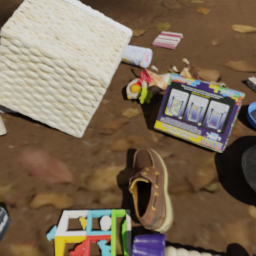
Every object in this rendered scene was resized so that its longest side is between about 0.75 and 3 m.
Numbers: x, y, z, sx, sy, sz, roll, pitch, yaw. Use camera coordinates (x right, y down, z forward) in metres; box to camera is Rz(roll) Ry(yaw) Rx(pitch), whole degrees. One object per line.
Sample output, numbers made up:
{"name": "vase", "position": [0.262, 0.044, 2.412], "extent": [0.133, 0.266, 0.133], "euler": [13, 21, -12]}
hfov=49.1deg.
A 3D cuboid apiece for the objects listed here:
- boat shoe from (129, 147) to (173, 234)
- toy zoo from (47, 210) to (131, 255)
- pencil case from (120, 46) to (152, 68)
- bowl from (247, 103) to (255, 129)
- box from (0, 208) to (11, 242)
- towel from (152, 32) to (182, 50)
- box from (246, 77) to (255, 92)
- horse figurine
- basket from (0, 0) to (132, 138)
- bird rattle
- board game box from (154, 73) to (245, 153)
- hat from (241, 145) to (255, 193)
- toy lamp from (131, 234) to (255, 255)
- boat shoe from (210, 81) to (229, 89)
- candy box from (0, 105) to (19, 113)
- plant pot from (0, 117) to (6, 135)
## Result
{"name": "boat shoe", "position": [0.453, 1.307, 6.722], "extent": [0.789, 0.841, 2.337], "euler": [34, 31, -32]}
{"name": "toy zoo", "position": [-0.862, 2.421, 6.228], "extent": [1.855, 0.190, 1.217], "euler": [-1, 44, -2]}
{"name": "pencil case", "position": [0.073, -3.042, 11.520], "extent": [1.787, 0.743, 0.810], "euler": [21, 68, 20]}
{"name": "bowl", "position": [4.471, -0.285, 8.910], "extent": [1.390, 0.273, 1.390], "euler": [5, 45, -5]}
{"name": "box", "position": [-4.315, 2.578, 5.750], "extent": [2.872, 0.625, 2.301], "euler": [7, 44, 8]}
{"name": "towel", "position": [1.846, -4.096, 13.067], "extent": [1.069, 0.169, 1.483], "euler": [15, 44, 18]}
{"name": "box", "position": [4.856, -1.330, 10.081], "extent": [0.296, 0.277, 1.430], "euler": [-16, 46, -16]}
{"name": "horse figurine", "position": [1.504, -1.801, 10.269], "extent": [2.654, 0.663, 1.759], "euler": [-3, 49, -7]}
{"name": "basket", "position": [-1.937, -1.793, 8.078], "extent": [2.992, 2.965, 2.406], "euler": [26, 47, -10]}
{"name": "bird rattle", "position": [0.369, -1.419, 9.601], "extent": [0.957, 0.661, 1.174], "euler": [-11, 66, 24]}
{"name": "board game box", "position": [2.019, -0.479, 8.144], "extent": [2.105, 1.740, 0.597], "euler": [21, 16, 20]}
{"name": "hat", "position": [4.077, 1.283, 6.851], "extent": [2.555, 1.031, 2.555], "euler": [-6, 42, 6]}
{"name": "toy lamp", "position": [1.376, 2.635, 5.617], "extent": [2.618, 0.762, 0.762], "euler": [6, 44, 8]}
{"name": "boat shoe", "position": [3.382, -1.439, 10.130], "extent": [0.406, 0.364, 1.096], "euler": [-25, 48, -23]}
{"name": "candy box", "position": [-3.640, -1.199, 9.695], "extent": [1.713, 0.613, 1.437], "euler": [-1, 44, -1]}
{"name": "plant pot", "position": [-4.755, -0.605, 7.898], "extent": [1.779, 1.575, 1.777], "euler": [-20, 31, -35]}
